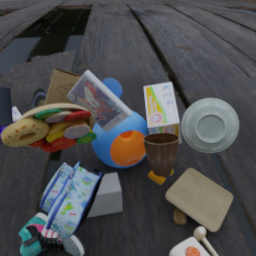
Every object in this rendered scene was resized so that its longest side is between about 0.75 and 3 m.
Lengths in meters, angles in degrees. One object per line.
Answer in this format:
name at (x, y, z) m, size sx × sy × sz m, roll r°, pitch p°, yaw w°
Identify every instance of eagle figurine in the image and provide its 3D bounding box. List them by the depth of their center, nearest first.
eagle figurine at (-4.569, -0.869, 14.670) m, size 1.522 × 1.514 × 2.006 m, roll -41°, pitch 56°, yaw 9°

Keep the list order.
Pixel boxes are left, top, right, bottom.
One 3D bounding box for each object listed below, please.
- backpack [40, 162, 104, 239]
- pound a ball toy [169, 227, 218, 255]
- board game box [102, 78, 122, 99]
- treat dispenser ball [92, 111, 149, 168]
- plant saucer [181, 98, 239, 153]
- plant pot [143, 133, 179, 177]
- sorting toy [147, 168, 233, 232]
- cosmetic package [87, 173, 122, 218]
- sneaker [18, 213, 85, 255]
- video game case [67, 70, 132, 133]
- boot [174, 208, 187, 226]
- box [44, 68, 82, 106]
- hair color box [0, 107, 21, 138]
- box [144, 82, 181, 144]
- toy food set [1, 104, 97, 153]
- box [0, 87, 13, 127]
backpack at (-1.655, 1.980, 7.704) m, size 1.316 × 1.638 × 1.790 m, roll 24°, pitch 51°, yaw -5°
pound a ball toy at (2.345, 4.042, 8.142) m, size 1.604 × 1.045 × 2.459 m, roll -19°, pitch 40°, yaw -24°
board game box at (-0.714, -1.358, 11.549) m, size 1.070 × 1.354 × 0.264 m, roll 34°, pitch 21°, yaw 26°
treat dispenser ball at (-0.292, 0.453, 11.898) m, size 2.505 × 2.505 × 2.505 m, roll 0°, pitch 36°, yaw 0°
plant saucer at (2.801, -0.024, 9.593) m, size 1.945 × 1.945 × 0.488 m, roll 7°, pitch 12°, yaw 10°
plant pot at (1.061, 0.885, 8.829) m, size 1.118 × 1.196 × 1.118 m, roll -4°, pitch 16°, yaw 1°
sorting toy at (2.271, 2.344, 10.445) m, size 2.964 × 0.397 × 2.208 m, roll 33°, pitch 35°, yaw 20°
cosmetic package at (-1.418, 2.503, 10.103) m, size 2.329 × 1.244 × 1.050 m, roll -8°, pitch 37°, yaw -13°
sneaker at (-2.581, 3.640, 8.708) m, size 2.337 × 0.977 × 1.411 m, roll 15°, pitch 33°, yaw 33°
video game case at (-1.043, -0.817, 9.672) m, size 2.000 × 1.822 × 0.230 m, roll 43°, pitch 55°, yaw -10°
boot at (1.904, 2.939, 10.213) m, size 0.479 × 0.467 × 1.269 m, roll -2°, pitch 37°, yaw 15°
box at (-2.492, -1.421, 11.796) m, size 1.705 × 2.086 × 0.222 m, roll 15°, pitch 44°, yaw -18°
hair color box at (-6.623, -0.116, 14.090) m, size 2.486 × 0.806 × 1.359 m, roll -24°, pitch 43°, yaw -26°
box at (1.391, -0.557, 11.478) m, size 1.198 × 1.330 × 2.364 m, roll -9°, pitch 49°, yaw 8°
toy food set at (-2.429, 0.087, 9.337) m, size 2.842 × 2.871 × 0.698 m, roll -21°, pitch 66°, yaw 5°
box at (-4.708, -0.671, 9.763) m, size 0.945 × 1.341 × 1.812 m, roll -5°, pitch 4°, yaw -34°
